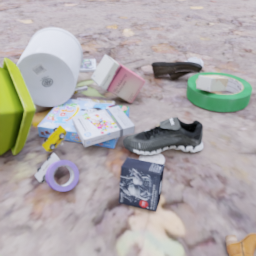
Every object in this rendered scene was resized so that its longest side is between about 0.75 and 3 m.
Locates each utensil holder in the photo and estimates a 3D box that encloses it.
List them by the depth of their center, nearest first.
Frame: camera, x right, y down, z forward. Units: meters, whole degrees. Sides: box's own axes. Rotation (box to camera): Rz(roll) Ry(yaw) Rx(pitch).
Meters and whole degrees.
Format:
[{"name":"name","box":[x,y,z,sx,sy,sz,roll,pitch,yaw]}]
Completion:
[{"name":"utensil holder","box":[-2.817,-2.231,10.262,2.165,2.165,2.548,-3,35,-4]}]

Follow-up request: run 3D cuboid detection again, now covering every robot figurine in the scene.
[{"name":"robot figurine","box":[3.147,-3.002,13.339,0.977,0.552,0.828,-1,74,-2]}]

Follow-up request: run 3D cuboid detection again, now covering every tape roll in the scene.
[{"name":"tape roll","box":[-1.671,1.215,7.108,0.779,0.779,0.331,-22,2,-28]},{"name":"tape roll","box":[3.569,-1.476,11.111,2.451,0.589,2.451,1,33,0]}]

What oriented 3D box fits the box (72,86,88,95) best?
[{"name":"box","box":[-2.060,-1.558,11.636,0.777,0.150,0.161,-22,41,-28]}]

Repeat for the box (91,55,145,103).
[{"name":"box","box":[-0.360,-1.801,10.495,1.645,1.051,0.896,24,15,-38]}]

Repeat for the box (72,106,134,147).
[{"name":"box","box":[-0.780,-0.085,8.582,1.591,0.328,1.241,-16,40,-19]}]

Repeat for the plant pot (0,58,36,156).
[{"name":"plant pot","box":[-3.991,-0.480,7.678,2.200,2.412,2.424,-9,57,-38]}]

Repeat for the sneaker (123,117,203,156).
[{"name":"sneaker","box":[1.082,0.161,8.213,2.476,1.120,0.823,-1,35,-8]}]

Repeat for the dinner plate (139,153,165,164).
[{"name":"dinner plate","box":[0.695,0.894,8.203,0.755,0.091,0.755,0,36,0]}]

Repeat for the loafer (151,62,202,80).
[{"name":"loafer","box":[2.151,-2.528,12.458,2.272,0.811,0.829,6,15,22]}]

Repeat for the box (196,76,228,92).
[{"name":"box","box":[3.143,-1.656,10.412,0.599,0.491,1.262,23,22,39]}]

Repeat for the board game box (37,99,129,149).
[{"name":"board game box","box":[-1.427,-0.231,9.465,2.542,0.465,1.923,8,36,12]}]

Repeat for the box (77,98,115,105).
[{"name":"box","box":[-1.236,-0.875,10.542,1.463,0.283,0.303,6,35,8]}]

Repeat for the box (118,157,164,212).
[{"name":"box","box":[0.310,1.338,6.662,0.940,1.032,0.537,9,21,15]}]

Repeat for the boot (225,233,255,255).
[{"name":"boot","box":[2.464,2.507,5.672,0.885,0.339,0.687,1,35,2]}]

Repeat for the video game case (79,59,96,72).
[{"name":"video game case","box":[-2.303,-3.060,13.766,1.431,0.167,1.301,-4,35,-6]}]

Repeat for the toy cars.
[{"name":"toy cars","box":[-2.078,0.737,7.815,0.757,0.374,1.688,-11,57,27]}]
